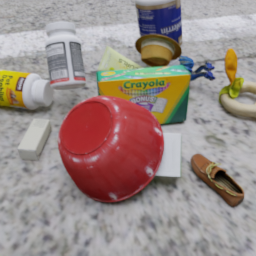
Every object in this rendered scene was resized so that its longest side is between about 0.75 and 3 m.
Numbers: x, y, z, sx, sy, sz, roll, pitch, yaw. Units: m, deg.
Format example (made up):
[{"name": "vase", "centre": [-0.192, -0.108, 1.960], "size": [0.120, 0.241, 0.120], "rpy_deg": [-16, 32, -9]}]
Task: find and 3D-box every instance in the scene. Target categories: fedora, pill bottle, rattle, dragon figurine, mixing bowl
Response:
[{"name": "fedora", "centre": [0.950, -2.447, 9.342], "size": [1.612, 1.612, 0.657], "rpy_deg": [11, 73, 12]}, {"name": "pill bottle", "centre": [-3.766, -1.302, 9.602], "size": [2.237, 1.222, 1.222], "rpy_deg": [7, 42, 9]}, {"name": "rattle", "centre": [4.414, -1.214, 9.035], "size": [1.818, 1.994, 2.792], "rpy_deg": [-13, 37, -32]}, {"name": "pill bottle", "centre": [-1.993, -2.224, 8.822], "size": [1.123, 1.939, 1.123], "rpy_deg": [-7, 2, 0]}, {"name": "dragon figurine", "centre": [2.015, -2.181, 10.339], "size": [2.359, 1.173, 0.694], "rpy_deg": [21, 57, 0]}, {"name": "mixing bowl", "centre": [-0.635, 0.264, 6.775], "size": [2.755, 1.492, 2.755], "rpy_deg": [-10, 62, 20]}, {"name": "pill bottle", "centre": [1.275, -3.786, 11.002], "size": [1.678, 2.900, 1.678], "rpy_deg": [-8, 39, 6]}]

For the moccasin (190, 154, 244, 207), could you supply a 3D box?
[{"name": "moccasin", "centre": [2.256, 1.230, 7.197], "size": [0.624, 0.658, 1.705], "rpy_deg": [-18, 45, -19]}]

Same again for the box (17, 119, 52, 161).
[{"name": "box", "centre": [-2.752, 0.329, 8.360], "size": [0.550, 0.457, 1.338], "rpy_deg": [5, 42, 5]}]

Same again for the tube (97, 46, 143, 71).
[{"name": "tube", "centre": [0.135, -2.014, 10.321], "size": [2.515, 0.653, 0.730], "rpy_deg": [28, 70, 3]}]

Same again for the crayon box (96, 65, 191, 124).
[{"name": "crayon box", "centre": [0.458, -0.970, 8.842], "size": [2.801, 1.664, 0.816], "rpy_deg": [-6, 33, -6]}]

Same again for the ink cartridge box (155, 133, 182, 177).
[{"name": "ink cartridge box", "centre": [0.336, 0.693, 7.386], "size": [2.111, 0.626, 1.096], "rpy_deg": [2, 81, 10]}]
